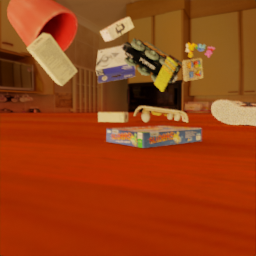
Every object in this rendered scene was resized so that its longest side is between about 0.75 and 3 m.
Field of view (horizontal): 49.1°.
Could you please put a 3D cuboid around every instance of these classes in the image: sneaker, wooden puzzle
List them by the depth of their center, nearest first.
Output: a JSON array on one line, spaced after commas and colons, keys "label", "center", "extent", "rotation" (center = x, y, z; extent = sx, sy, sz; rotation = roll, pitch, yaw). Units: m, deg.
[{"label": "wooden puzzle", "center": [2.668, -2.376, 11.434], "extent": [0.905, 0.839, 0.210], "rotation": [-13, 14, -20]}, {"label": "sneaker", "center": [5.039, -0.640, 12.353], "extent": [1.089, 1.075, 2.742], "rotation": [-8, 18, -34]}]

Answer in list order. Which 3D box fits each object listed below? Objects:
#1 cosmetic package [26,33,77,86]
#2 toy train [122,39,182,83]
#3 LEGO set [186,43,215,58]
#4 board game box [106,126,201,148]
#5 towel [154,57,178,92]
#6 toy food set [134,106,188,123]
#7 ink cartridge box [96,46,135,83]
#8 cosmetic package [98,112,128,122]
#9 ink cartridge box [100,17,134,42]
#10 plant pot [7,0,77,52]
[{"label": "cosmetic package", "center": [-2.090, -1.886, 7.802], "extent": [0.476, 0.674, 1.302], "rotation": [28, -20, 44]}, {"label": "toy train", "center": [1.107, -3.032, 12.624], "extent": [2.848, 1.213, 1.623], "rotation": [35, 36, 12]}, {"label": "LEGO set", "center": [2.092, -2.355, 8.642], "extent": [0.383, 0.412, 1.003], "rotation": [1, 17, -45]}, {"label": "board game box", "center": [0.578, 0.159, 6.087], "extent": [1.760, 0.303, 1.192], "rotation": [-3, 5, -40]}, {"label": "towel", "center": [1.408, -2.005, 10.534], "extent": [0.116, 1.281, 0.551], "rotation": [-15, 55, -38]}, {"label": "toy food set", "center": [1.761, -0.636, 15.234], "extent": [2.808, 0.848, 2.015], "rotation": [9, 4, 5]}, {"label": "ink cartridge box", "center": [-0.609, -3.209, 13.820], "extent": [1.967, 1.971, 0.400], "rotation": [-8, -33, 13]}, {"label": "cosmetic package", "center": [-0.803, -0.581, 15.122], "extent": [1.479, 0.540, 0.766], "rotation": [2, 4, 17]}, {"label": "ink cartridge box", "center": [-0.496, -4.260, 12.149], "extent": [1.197, 0.505, 0.867], "rotation": [-35, 24, -16]}, {"label": "plant pot", "center": [-2.935, -3.504, 9.318], "extent": [1.678, 1.896, 1.896], "rotation": [42, 15, 11]}]
